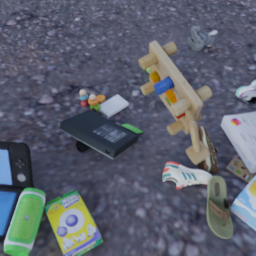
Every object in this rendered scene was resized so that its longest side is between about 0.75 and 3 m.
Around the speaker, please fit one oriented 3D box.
[{"bbox_3d":[-2.894,2.637,7.925,0.768,0.768,1.738,4,53,3],"label":"speaker"}]

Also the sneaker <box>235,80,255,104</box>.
[{"bbox_3d":[5.417,-1.410,11.736,1.516,0.589,1.060,-27,55,-10],"label":"sneaker"}]

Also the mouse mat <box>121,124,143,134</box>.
[{"bbox_3d":[0.150,0.027,10.549,0.779,0.029,0.627,26,16,23],"label":"mouse mat"}]

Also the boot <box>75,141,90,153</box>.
[{"bbox_3d":[-1.388,0.650,10.039,0.767,0.346,0.936,-30,48,-26],"label":"boot"}]

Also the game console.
[{"bbox_3d":[-4.463,1.775,8.261,2.831,2.489,1.647,3,21,2],"label":"game console"}]

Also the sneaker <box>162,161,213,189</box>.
[{"bbox_3d":[1.907,1.692,9.032,1.682,0.592,0.786,17,60,16],"label":"sneaker"}]

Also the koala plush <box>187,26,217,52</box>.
[{"bbox_3d":[3.819,-4.447,14.103,1.228,1.089,1.129,-12,62,-11],"label":"koala plush"}]

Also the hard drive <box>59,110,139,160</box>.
[{"bbox_3d":[-1.027,0.149,10.064,2.371,0.390,1.655,27,31,21],"label":"hard drive"}]

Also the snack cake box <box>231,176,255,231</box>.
[{"bbox_3d":[4.423,2.562,8.015,1.418,0.829,2.466,-37,58,-26],"label":"snack cake box"}]

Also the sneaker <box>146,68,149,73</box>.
[{"bbox_3d":[1.385,-2.667,12.523,0.851,0.960,2.298,-15,50,-12],"label":"sneaker"}]

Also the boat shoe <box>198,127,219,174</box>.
[{"bbox_3d":[2.767,0.795,9.786,0.691,0.690,1.868,11,54,-10],"label":"boat shoe"}]

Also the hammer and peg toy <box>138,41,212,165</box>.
[{"bbox_3d":[1.342,-0.625,6.979,0.995,2.076,2.823,-30,70,-6],"label":"hammer and peg toy"}]

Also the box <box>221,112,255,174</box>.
[{"bbox_3d":[5.257,0.325,10.093,2.965,0.610,2.312,-9,48,-11],"label":"box"}]

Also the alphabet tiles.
[{"bbox_3d":[4.415,1.274,9.685,1.393,0.063,1.666,35,57,27],"label":"alphabet tiles"}]

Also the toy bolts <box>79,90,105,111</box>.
[{"bbox_3d":[-1.500,-1.266,11.398,0.975,0.676,0.931,13,49,24],"label":"toy bolts"}]

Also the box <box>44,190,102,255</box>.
[{"bbox_3d":[-1.660,2.712,8.173,1.118,0.461,1.906,-24,52,-20],"label":"box"}]

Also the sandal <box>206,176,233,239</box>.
[{"bbox_3d":[2.678,2.312,8.238,0.721,0.518,1.816,-2,72,-3],"label":"sandal"}]

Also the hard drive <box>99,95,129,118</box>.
[{"bbox_3d":[-0.629,-0.905,11.526,1.115,0.149,0.736,-34,57,-25],"label":"hard drive"}]
